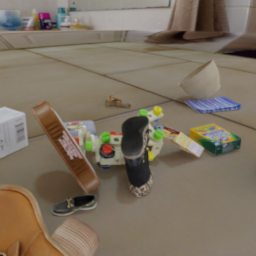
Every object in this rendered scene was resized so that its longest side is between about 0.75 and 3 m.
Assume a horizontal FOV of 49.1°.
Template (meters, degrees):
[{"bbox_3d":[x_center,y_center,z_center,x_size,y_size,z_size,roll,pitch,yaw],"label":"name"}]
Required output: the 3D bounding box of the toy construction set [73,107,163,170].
[{"bbox_3d":[-0.208,0.297,7.829,2.766,1.274,1.814,-9,49,-3],"label":"toy construction set"}]

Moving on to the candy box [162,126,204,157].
[{"bbox_3d":[1.522,0.390,7.912,1.175,0.325,0.678,30,-2,-37],"label":"candy box"}]

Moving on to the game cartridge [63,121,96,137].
[{"bbox_3d":[-1.799,0.044,9.674,1.304,0.267,0.868,-5,29,-11],"label":"game cartridge"}]

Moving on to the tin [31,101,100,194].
[{"bbox_3d":[-1.378,0.432,6.378,0.487,2.325,1.302,-34,5,-13],"label":"tin"}]

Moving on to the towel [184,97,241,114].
[{"bbox_3d":[3.638,-1.042,12.080,1.986,0.237,1.438,-7,24,-14],"label":"towel"}]

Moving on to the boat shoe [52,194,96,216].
[{"bbox_3d":[-1.152,1.615,5.997,0.956,0.288,0.341,-9,48,-16],"label":"boat shoe"}]

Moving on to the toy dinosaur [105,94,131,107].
[{"bbox_3d":[-0.587,-1.157,12.230,0.910,0.518,1.713,12,14,-44],"label":"toy dinosaur"}]

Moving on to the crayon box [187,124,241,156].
[{"bbox_3d":[2.626,0.293,8.837,0.967,0.397,1.538,-12,25,-21],"label":"crayon box"}]

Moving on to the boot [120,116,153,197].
[{"bbox_3d":[0.251,0.622,6.843,0.674,1.387,1.842,-6,28,7],"label":"boot"}]

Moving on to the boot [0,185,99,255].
[{"bbox_3d":[-2.086,2.094,4.421,2.758,1.058,2.141,19,33,21],"label":"boot"}]

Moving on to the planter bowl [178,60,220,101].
[{"bbox_3d":[3.245,-1.952,12.213,1.767,1.189,1.767,-36,7,5],"label":"planter bowl"}]

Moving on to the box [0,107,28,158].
[{"bbox_3d":[-3.771,0.116,8.359,0.958,1.113,1.119,16,26,26],"label":"box"}]
